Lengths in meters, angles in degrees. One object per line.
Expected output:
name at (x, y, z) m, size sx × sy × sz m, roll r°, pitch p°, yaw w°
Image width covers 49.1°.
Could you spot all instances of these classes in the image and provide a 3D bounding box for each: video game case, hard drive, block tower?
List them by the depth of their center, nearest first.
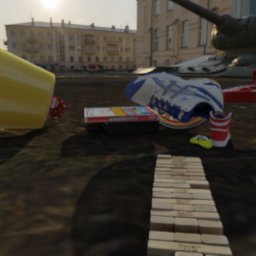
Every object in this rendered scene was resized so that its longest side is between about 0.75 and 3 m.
block tower at (0.609, 0.987, 3.231) m, size 0.663 × 0.710 × 2.455 m, roll 2°, pitch 12°, yaw 7°
video game case at (-0.276, -0.435, 8.779) m, size 2.164 × 0.189 × 1.547 m, roll -2°, pitch 13°, yaw -8°
hard drive at (-0.153, -0.283, 9.436) m, size 1.646 × 0.388 × 2.359 m, roll -4°, pitch 13°, yaw -16°

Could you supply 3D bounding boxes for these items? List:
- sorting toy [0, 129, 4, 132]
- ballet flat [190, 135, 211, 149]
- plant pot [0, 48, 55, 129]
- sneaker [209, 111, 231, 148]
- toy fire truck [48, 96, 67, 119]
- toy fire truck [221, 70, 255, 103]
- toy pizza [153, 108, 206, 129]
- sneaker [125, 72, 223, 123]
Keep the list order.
sorting toy at (-4.389, 0.057, 8.480) m, size 1.023 × 0.151 × 0.756 m, roll -5°, pitch 18°, yaw -36°
ballet flat at (1.829, 0.319, 7.046) m, size 0.262 × 0.263 × 0.784 m, roll -3°, pitch 11°, yaw -20°
plant pot at (-3.538, -1.033, 8.000) m, size 2.476 × 2.631 × 2.631 m, roll 13°, pitch 7°, yaw -23°
sneaker at (2.461, -0.088, 7.485) m, size 0.550 × 0.869 × 1.545 m, roll 4°, pitch 14°, yaw 18°
toy fire truck at (-2.600, -0.709, 9.985) m, size 0.425 × 0.758 × 0.636 m, roll 19°, pitch -1°, yaw 29°
toy fire truck at (4.232, -1.189, 8.708) m, size 2.591 × 1.453 × 2.176 m, roll -16°, pitch 14°, yaw -24°
toy pizza at (1.801, -0.738, 9.373) m, size 1.964 × 0.311 × 1.964 m, roll -10°, pitch 43°, yaw 9°
sneaker at (1.361, -0.799, 8.112) m, size 2.917 × 1.098 × 1.286 m, roll 1°, pitch 56°, yaw -1°
